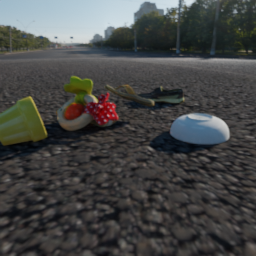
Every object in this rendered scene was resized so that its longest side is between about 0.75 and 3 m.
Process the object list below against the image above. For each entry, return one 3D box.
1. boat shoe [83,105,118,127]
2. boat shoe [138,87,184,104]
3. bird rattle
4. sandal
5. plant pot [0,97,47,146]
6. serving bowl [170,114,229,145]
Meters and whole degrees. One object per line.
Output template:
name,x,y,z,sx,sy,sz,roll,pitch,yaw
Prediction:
boat shoe,-1.206,-0.535,10.653,0.707,0.773,2.068,-8,26,-39
boat shoe,1.636,-1.712,14.139,2.387,0.774,0.874,4,18,13
bird rattle,-1.563,-0.617,9.999,1.956,1.351,2.399,-39,52,-4
sandal,0.093,-1.404,11.325,2.122,0.573,0.852,19,3,11
plant pot,-3.306,-0.103,8.470,1.268,1.348,1.348,-24,25,-17
serving bowl,2.361,-0.073,9.262,1.917,0.631,1.917,-1,18,0
